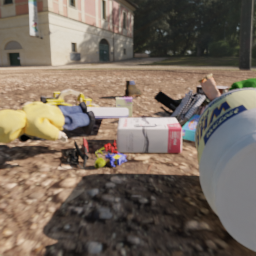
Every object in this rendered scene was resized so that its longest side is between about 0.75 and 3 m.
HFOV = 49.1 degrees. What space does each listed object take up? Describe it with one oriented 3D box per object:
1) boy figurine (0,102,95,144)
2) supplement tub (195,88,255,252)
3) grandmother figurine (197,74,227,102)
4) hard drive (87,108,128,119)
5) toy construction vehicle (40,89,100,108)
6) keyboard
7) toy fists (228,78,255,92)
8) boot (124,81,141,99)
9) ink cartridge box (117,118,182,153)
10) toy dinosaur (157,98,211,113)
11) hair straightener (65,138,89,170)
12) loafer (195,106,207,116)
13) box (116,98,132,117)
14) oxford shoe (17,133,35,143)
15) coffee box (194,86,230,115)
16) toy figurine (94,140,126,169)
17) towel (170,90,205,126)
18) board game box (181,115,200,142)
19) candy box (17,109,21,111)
[{"bbox_3d":[-2.200,-0.122,7.450,2.674,0.861,1.662,-11,41,-37],"label":"boy figurine"},{"bbox_3d":[2.341,0.529,5.019,2.165,2.165,2.986,3,16,10],"label":"supplement tub"},{"bbox_3d":[3.806,-1.289,12.133,0.619,2.045,1.240,-23,-4,-28],"label":"grandmother figurine"},{"bbox_3d":[-1.338,-0.524,10.727,1.816,0.349,2.753,-1,1,-21],"label":"hard drive"},{"bbox_3d":[-2.981,-1.207,13.488,2.819,0.993,2.455,-11,19,-35],"label":"toy construction vehicle"},{"bbox_3d":[1.842,-0.865,11.822,1.726,0.178,1.097,34,-29,-5],"label":"keyboard"},{"bbox_3d":[4.234,-0.913,10.226,1.221,2.395,0.823,-16,59,-9],"label":"toy fists"},{"bbox_3d":[0.376,-2.607,18.263,0.883,1.145,2.363,5,16,16],"label":"boot"},{"bbox_3d":[0.622,0.204,8.768,1.908,0.809,1.389,-1,15,1],"label":"ink cartridge box"},{"bbox_3d":[2.488,-1.010,12.507,2.393,0.568,1.055,-1,-29,5],"label":"toy dinosaur"},{"bbox_3d":[-1.431,0.762,7.872,0.651,0.346,1.691,-18,24,-6],"label":"hair straightener"},{"bbox_3d":[2.865,-0.430,11.236,0.679,0.775,2.155,0,17,18],"label":"loafer"},{"bbox_3d":[-0.192,-0.951,12.853,0.744,0.846,0.409,-2,16,-4],"label":"box"},{"bbox_3d":[-3.273,0.206,8.488,1.316,0.492,0.464,-14,-38,36],"label":"oxford shoe"},{"bbox_3d":[4.325,-1.174,12.695,2.400,1.357,0.958,11,19,34],"label":"coffee box"},{"bbox_3d":[-0.353,0.765,7.343,0.610,0.537,1.018,14,21,26],"label":"toy figurine"},{"bbox_3d":[2.154,-0.721,10.586,0.609,1.177,1.422,37,-10,3],"label":"towel"},{"bbox_3d":[2.785,0.099,9.305,1.722,0.388,1.310,14,32,30],"label":"board game box"},{"bbox_3d":[-4.301,-0.465,11.819,0.976,0.473,1.674,-3,14,-7],"label":"candy box"}]
